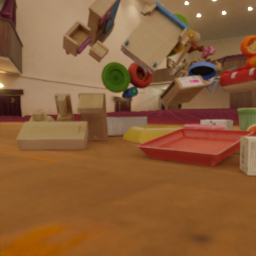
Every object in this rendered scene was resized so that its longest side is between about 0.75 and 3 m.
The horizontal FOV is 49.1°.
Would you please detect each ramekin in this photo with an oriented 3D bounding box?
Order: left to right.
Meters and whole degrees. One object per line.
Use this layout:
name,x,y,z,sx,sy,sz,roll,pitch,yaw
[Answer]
ramekin,7.779,-0.377,15.947,2.952,1.442,2.952,0,3,0

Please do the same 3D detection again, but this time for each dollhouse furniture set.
dollhouse furniture set,-2.163,0.385,10.326,2.620,2.244,2.755,0,38,-1
dollhouse furniture set,-0.035,-2.237,8.037,2.665,2.516,1.739,36,-18,-2
dollhouse furniture set,3.072,0.557,7.794,1.396,0.568,0.751,-17,-2,17

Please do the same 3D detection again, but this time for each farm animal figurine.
farm animal figurine,2.991,-2.615,12.248,1.136,2.155,2.179,27,28,-40

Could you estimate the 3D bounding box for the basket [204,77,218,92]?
basket,3.939,-2.263,13.585,0.878,0.775,0.611,31,-10,-27

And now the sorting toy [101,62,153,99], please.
sorting toy,-0.142,-2.166,13.066,2.757,1.656,1.132,-12,0,-29

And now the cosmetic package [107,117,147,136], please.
cosmetic package,-0.248,-0.091,14.850,2.319,1.046,1.239,-5,1,-29

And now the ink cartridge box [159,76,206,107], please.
ink cartridge box,2.063,-1.396,10.625,1.403,0.527,1.156,-12,-24,-33

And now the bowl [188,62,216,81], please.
bowl,2.839,-2.173,10.747,1.063,0.209,1.063,7,-20,3

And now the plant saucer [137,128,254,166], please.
plant saucer,1.737,0.449,7.158,2.187,0.402,2.191,3,13,43

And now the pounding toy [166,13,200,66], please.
pounding toy,1.731,-2.760,9.020,1.804,1.393,0.837,19,18,-49

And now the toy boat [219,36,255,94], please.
toy boat,4.460,-2.323,9.796,1.794,1.797,2.749,-25,11,-28

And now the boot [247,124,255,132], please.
boot,6.576,0.194,13.326,1.695,0.636,0.909,1,8,-2

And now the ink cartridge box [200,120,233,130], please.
ink cartridge box,5.858,-0.153,18.582,1.784,0.741,1.308,2,4,37

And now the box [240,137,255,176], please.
box,2.953,0.525,5.241,1.518,0.721,0.590,2,2,8

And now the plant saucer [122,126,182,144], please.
plant saucer,1.216,0.253,11.966,2.470,0.598,2.470,-1,2,-17

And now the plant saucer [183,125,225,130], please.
plant saucer,4.106,0.117,15.119,2.185,0.554,2.185,-1,3,0
